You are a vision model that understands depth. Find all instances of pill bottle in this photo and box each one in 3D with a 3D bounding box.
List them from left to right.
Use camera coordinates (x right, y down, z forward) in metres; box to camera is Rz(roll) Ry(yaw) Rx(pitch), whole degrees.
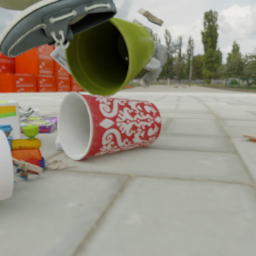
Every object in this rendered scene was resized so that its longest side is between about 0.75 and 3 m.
[{"bbox_3d":[-2.906,0.689,3.801,2.324,1.322,1.322,-8,12,-36],"label":"pill bottle"}]

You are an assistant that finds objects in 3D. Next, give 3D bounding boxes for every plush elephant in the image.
[{"bbox_3d":[0.642,-2.874,10.997,1.801,1.916,2.326,5,-20,-43],"label":"plush elephant"}]

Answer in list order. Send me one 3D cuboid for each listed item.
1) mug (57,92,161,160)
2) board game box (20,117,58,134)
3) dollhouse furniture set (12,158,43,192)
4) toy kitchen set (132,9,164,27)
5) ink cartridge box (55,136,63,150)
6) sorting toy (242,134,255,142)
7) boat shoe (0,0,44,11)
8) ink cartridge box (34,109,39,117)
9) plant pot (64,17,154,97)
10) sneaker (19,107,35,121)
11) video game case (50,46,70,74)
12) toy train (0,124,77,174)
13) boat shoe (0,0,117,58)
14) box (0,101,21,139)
[{"bbox_3d":[-0.588,-0.199,8.000,2.555,1.704,2.268,-4,21,-40],"label":"mug"},{"bbox_3d":[-3.788,-0.147,11.835,1.552,0.418,2.586,-4,10,-1],"label":"board game box"},{"bbox_3d":[-2.081,0.923,5.335,0.557,0.560,0.795,10,-16,44],"label":"dollhouse furniture set"},{"bbox_3d":[0.644,-4.091,11.065,1.159,0.928,0.683,12,23,-45],"label":"toy kitchen set"},{"bbox_3d":[-1.629,0.439,8.626,1.148,0.249,1.128,1,8,-10],"label":"ink cartridge box"},{"bbox_3d":[4.595,0.381,9.159,1.242,0.226,1.149,0,8,-26],"label":"sorting toy"},{"bbox_3d":[-1.960,-3.539,7.069,2.781,0.922,1.039,-2,-7,1],"label":"boat shoe"},{"bbox_3d":[-5.358,-0.828,15.816,0.625,0.363,0.866,-3,10,-17],"label":"ink cartridge box"},{"bbox_3d":[-0.316,-2.284,8.413,2.246,2.246,2.163,6,24,32],"label":"plant pot"},{"bbox_3d":[-5.364,-0.624,13.415,1.748,0.766,0.661,-9,15,-35],"label":"sneaker"},{"bbox_3d":[-2.169,-3.422,13.489,2.296,2.090,0.272,42,15,-23],"label":"video game case"},{"bbox_3d":[-2.089,0.418,6.254,1.827,1.057,0.773,-3,10,-13],"label":"toy train"},{"bbox_3d":[-1.472,-2.227,6.091,2.785,0.861,1.014,-36,3,-13],"label":"boat shoe"},{"bbox_3d":[-4.723,-0.090,8.404,2.625,1.331,1.477,-5,10,-28],"label":"box"}]
